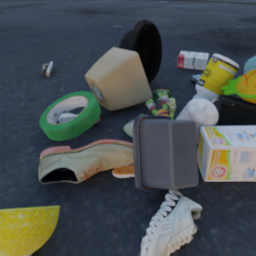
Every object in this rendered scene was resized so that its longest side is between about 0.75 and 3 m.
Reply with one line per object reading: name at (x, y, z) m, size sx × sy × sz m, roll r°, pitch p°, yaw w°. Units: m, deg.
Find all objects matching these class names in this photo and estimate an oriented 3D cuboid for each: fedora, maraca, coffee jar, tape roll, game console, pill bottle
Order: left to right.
tape roll at (-2.005, -0.452, 9.709) m, size 2.095 × 0.504 × 2.095 m, roll -15°, pitch 37°, yaw 12°
fedora at (0.421, -3.493, 13.165) m, size 1.359 × 2.976 × 2.976 m, roll 13°, pitch 33°, yaw 37°
coffee jar at (1.346, -1.094, 11.309) m, size 0.762 × 0.623 × 1.461 m, roll 1°, pitch 32°, yaw 6°
pill bottle at (3.354, -1.775, 10.993) m, size 1.112 × 1.985 × 1.112 m, roll 25°, pitch 14°, yaw -7°
game console at (3.955, -0.167, 9.222) m, size 2.114 × 1.230 × 1.859 m, roll 14°, pitch 19°, yaw 7°
maraca at (4.158, -1.398, 9.302) m, size 1.424 × 1.111 × 2.077 m, roll -39°, pitch 29°, yaw -29°

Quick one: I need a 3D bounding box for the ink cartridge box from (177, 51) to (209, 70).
ink cartridge box at (3.623, -3.765, 15.660) m, size 1.581 × 0.655 × 1.160 m, roll 10°, pitch 33°, yaw 15°

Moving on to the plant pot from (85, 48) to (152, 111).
plant pot at (-0.525, -1.821, 11.214) m, size 1.773 × 2.000 × 2.002 m, roll -33°, pitch 33°, yaw -16°

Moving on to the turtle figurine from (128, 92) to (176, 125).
turtle figurine at (0.987, -0.708, 9.684) m, size 1.767 × 1.272 × 1.714 m, roll 19°, pitch 30°, yaw -15°

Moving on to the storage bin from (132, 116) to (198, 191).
storage bin at (1.045, 0.623, 6.839) m, size 1.410 × 1.938 × 1.301 m, roll -1°, pitch -1°, yaw -29°

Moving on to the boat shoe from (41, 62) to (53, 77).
boat shoe at (-4.287, -3.138, 14.796) m, size 0.466 × 0.503 × 1.364 m, roll 10°, pitch 39°, yaw -10°

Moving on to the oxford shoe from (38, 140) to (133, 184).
oxford shoe at (-1.031, 1.046, 7.617) m, size 2.805 × 0.993 × 1.035 m, roll -9°, pitch 39°, yaw 2°

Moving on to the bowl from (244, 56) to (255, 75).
bowl at (5.900, -2.497, 12.703) m, size 0.976 × 1.866 × 1.866 m, roll 1°, pitch 26°, yaw 37°

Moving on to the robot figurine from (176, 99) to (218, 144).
robot figurine at (2.051, -0.176, 8.645) m, size 1.025 × 1.815 × 1.539 m, roll 35°, pitch 44°, yaw 4°

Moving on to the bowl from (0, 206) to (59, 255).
bowl at (-2.295, 2.117, 5.441) m, size 1.897 × 1.897 × 1.021 m, roll -3°, pitch 74°, yaw -6°

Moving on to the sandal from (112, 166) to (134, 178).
sandal at (0.263, 1.106, 7.907) m, size 1.431 × 0.410 × 0.548 m, roll -6°, pitch 32°, yaw -10°

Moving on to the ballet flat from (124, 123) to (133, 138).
ballet flat at (0.676, 0.150, 9.145) m, size 0.803 × 0.803 × 2.312 m, roll -23°, pitch 38°, yaw -33°

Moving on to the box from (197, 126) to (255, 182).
box at (3.102, 0.705, 7.797) m, size 2.136 × 1.201 × 1.082 m, roll 0°, pitch 31°, yaw 0°

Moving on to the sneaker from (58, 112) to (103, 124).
sneaker at (-1.675, -0.221, 10.023) m, size 1.602 × 0.592 × 0.635 m, roll -10°, pitch 42°, yaw -4°

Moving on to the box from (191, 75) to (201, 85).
box at (3.904, -2.059, 13.154) m, size 1.195 × 0.348 × 1.746 m, roll -9°, pitch 33°, yaw -14°

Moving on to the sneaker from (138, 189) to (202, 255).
sneaker at (0.900, 2.175, 5.858) m, size 0.905 × 0.839 × 2.234 m, roll 23°, pitch 38°, yaw 19°
